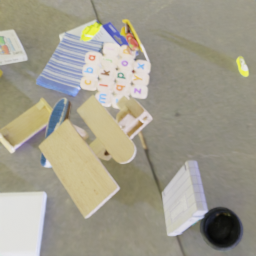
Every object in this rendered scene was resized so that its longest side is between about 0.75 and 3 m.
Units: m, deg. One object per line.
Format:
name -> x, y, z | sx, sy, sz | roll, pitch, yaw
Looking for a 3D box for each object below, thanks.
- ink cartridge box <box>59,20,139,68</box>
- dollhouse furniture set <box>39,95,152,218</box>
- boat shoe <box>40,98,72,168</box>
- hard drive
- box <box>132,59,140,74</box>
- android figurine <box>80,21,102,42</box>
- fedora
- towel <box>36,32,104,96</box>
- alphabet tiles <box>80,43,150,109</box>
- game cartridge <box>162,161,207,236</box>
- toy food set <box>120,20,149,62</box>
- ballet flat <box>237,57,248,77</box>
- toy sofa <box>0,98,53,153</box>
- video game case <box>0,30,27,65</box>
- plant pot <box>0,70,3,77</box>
ink cartridge box -> -1.354, -3.896, 13.054 | 2.772, 0.563, 2.767 | -29, 63, -17
dollhouse furniture set -> -0.223, 0.751, 8.432 | 2.831, 2.977, 2.426 | -43, 65, 6
boat shoe -> -2.289, 0.194, 9.608 | 0.864, 0.866, 2.393 | 16, 89, 51
hard drive -> -4.234, 3.064, 8.860 | 2.991, 0.399, 1.973 | -2, 58, -1
box -> 0.131, -2.539, 12.278 | 0.797, 0.456, 0.876 | -2, 59, 0
android figurine -> -1.415, -3.596, 10.504 | 0.202, 0.984, 0.896 | 55, 27, 2
fedora -> 2.832, 3.157, 8.671 | 1.355, 0.619, 1.355 | -1, 59, 1
towel -> -2.511, -2.796, 12.034 | 2.053, 0.338, 2.836 | 19, 73, 19
alphabet tiles -> -0.507, -2.191, 11.695 | 2.764, 0.206, 2.826 | 8, 76, -3
game cartridge -> 1.588, 2.160, 8.232 | 0.444, 2.314, 1.500 | 1, 55, -14
toy food set -> 0.098, -3.430, 11.077 | 0.609, 1.097, 1.864 | -26, 66, 6
ballet flat -> 5.105, -2.760, 12.484 | 0.343, 0.344, 1.027 | -5, 59, -3
toy sofa -> -3.803, -0.073, 10.623 | 2.178, 1.063, 0.902 | -41, 92, -22
video game case -> -6.104, -3.448, 12.237 | 2.703, 0.352, 2.970 | -17, 44, -21
plant pot -> -6.003, -2.296, 11.981 | 0.817, 0.817, 0.720 | 4, 69, 3
